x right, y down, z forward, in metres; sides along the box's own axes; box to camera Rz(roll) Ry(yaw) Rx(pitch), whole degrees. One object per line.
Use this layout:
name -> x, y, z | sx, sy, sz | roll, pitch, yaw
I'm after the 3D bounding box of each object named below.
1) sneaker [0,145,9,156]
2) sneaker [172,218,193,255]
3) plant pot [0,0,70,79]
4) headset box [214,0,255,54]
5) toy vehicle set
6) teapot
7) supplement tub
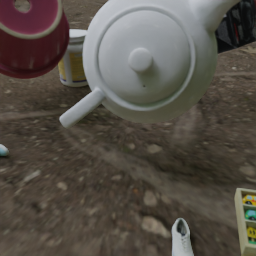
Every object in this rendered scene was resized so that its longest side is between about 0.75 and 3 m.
sneaker -> -3.607, 0.647, 7.422 | 0.957, 0.354, 0.392 | 6, 42, 23
sneaker -> 0.960, 2.080, 5.031 | 0.371, 0.360, 1.016 | -2, 32, -3
plant pot -> -3.047, -3.100, 8.172 | 2.949, 2.949, 2.640 | -15, 4, -22
headset box -> 2.814, -3.171, 7.776 | 0.989, 1.905, 2.560 | -7, 15, 42
toy vehicle set -> 3.345, 1.936, 5.307 | 2.395, 0.317, 1.488 | 6, 32, 10
teapot -> 0.279, -1.213, 5.105 | 2.779, 2.816, 2.057 | 10, 19, 7
supplement tub -> -2.140, -2.844, 11.422 | 1.450, 1.995, 1.450 | 0, 32, 0
